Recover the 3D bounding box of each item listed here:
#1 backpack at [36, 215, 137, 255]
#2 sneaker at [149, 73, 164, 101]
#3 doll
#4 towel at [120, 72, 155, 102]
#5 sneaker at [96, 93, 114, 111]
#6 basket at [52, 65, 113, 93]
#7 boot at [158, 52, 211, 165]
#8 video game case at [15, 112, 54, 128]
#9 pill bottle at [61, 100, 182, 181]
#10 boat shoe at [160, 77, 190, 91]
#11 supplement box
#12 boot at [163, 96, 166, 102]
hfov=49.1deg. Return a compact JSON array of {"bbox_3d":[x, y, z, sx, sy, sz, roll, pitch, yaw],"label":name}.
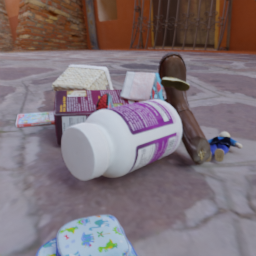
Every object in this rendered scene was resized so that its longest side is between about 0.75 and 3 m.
[{"bbox_3d":[-0.608,1.961,4.049,1.402,1.030,1.283,-11,19,-16],"label":"backpack"},{"bbox_3d":[0.859,-1.175,11.107,0.952,1.993,0.790,-3,-7,-21],"label":"sneaker"},{"bbox_3d":[2.894,0.551,8.737,1.230,0.437,1.803,-3,15,29],"label":"doll"},{"bbox_3d":[0.317,-1.402,9.365,1.011,1.058,0.171,8,-21,17],"label":"towel"},{"bbox_3d":[-0.563,-0.329,8.449,0.567,1.430,0.683,9,12,44],"label":"sneaker"},{"bbox_3d":[-1.701,-1.350,11.193,1.857,1.841,1.494,9,45,24],"label":"basket"},{"bbox_3d":[1.610,-0.465,7.757,0.831,2.412,2.588,-17,50,5],"label":"boot"},{"bbox_3d":[-3.635,-0.385,11.749,1.935,0.169,1.384,-6,21,-16],"label":"video game case"},{"bbox_3d":[-0.099,0.271,7.065,1.672,1.672,2.978,18,23,40],"label":"pill bottle"},{"bbox_3d":[1.303,-1.236,7.700,0.813,0.301,0.270,17,37,8],"label":"boat shoe"},{"bbox_3d":[-0.997,-0.414,9.604,2.929,1.254,1.616,-3,34,-11],"label":"supplement box"},{"bbox_3d":[1.062,-0.888,11.707,1.003,1.224,0.453,30,-20,-4],"label":"boot"}]
